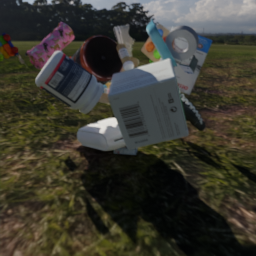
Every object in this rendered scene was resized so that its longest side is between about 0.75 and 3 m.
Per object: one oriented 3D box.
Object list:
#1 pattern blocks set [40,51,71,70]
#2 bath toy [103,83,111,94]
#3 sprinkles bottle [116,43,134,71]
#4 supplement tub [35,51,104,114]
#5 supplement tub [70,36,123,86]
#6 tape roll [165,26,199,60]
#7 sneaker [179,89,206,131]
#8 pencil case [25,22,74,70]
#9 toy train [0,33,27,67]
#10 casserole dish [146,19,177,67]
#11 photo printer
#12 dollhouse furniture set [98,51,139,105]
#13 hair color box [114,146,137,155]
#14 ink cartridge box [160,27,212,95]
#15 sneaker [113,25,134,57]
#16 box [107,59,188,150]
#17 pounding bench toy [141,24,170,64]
[{"bbox_3d":[-3.362,-2.706,13.593,1.755,1.997,0.162,7,22,-29],"label":"pattern blocks set"},{"bbox_3d":[-0.564,-1.592,12.755,0.700,0.824,1.895,9,15,-32],"label":"bath toy"},{"bbox_3d":[-0.089,-1.961,7.748,0.284,0.284,0.832,-8,59,-19],"label":"sprinkles bottle"},{"bbox_3d":[-1.323,-1.013,6.414,1.332,0.935,0.935,35,9,-23],"label":"supplement tub"},{"bbox_3d":[-1.262,-1.866,8.988,1.359,1.359,2.541,-13,0,-30],"label":"supplement tub"},{"bbox_3d":[1.799,-2.850,9.420,1.083,1.083,0.358,8,40,21],"label":"tape roll"},{"bbox_3d":[1.567,-0.550,8.557,0.843,1.863,0.619,-38,-2,9],"label":"sneaker"},{"bbox_3d":[-2.902,-3.112,10.566,0.855,0.818,1.977,37,71,11],"label":"pencil case"},{"bbox_3d":[-4.228,-2.546,9.815,0.763,1.319,0.558,-37,20,-22],"label":"toy train"},{"bbox_3d":[1.097,-2.736,9.360,0.353,1.818,1.101,-29,33,15],"label":"casserole dish"},{"bbox_3d":[-0.611,0.206,10.615,1.899,0.793,2.283,-20,15,-33],"label":"photo printer"},{"bbox_3d":[-0.144,-1.844,10.641,1.389,2.135,1.961,17,6,16],"label":"dollhouse furniture set"},{"bbox_3d":[-0.091,0.792,10.492,0.841,0.255,0.416,3,21,9],"label":"hair color box"},{"bbox_3d":[2.062,-2.565,10.861,1.580,2.158,0.927,21,14,4],"label":"ink cartridge box"},{"bbox_3d":[-0.001,-3.823,13.048,0.809,1.973,0.737,-23,39,-2],"label":"sneaker"},{"bbox_3d":[0.546,-0.625,7.303,1.681,1.673,1.440,-14,30,10],"label":"box"},{"bbox_3d":[1.533,-3.231,12.901,1.792,2.298,1.427,12,31,-48],"label":"pounding bench toy"}]
